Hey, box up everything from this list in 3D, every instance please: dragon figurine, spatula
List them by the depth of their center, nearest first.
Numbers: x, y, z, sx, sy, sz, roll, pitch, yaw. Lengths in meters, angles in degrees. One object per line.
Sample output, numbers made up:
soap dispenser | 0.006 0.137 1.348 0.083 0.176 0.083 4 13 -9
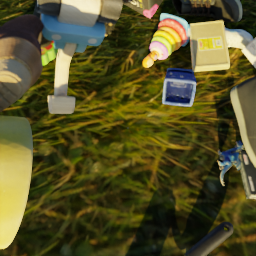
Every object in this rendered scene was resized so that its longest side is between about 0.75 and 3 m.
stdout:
spatula | 1.001 2.687 5.454 2.838 0.292 0.802 -28 54 -21
dragon figurine | 2.523 0.798 6.801 0.618 0.366 1.242 -7 39 26

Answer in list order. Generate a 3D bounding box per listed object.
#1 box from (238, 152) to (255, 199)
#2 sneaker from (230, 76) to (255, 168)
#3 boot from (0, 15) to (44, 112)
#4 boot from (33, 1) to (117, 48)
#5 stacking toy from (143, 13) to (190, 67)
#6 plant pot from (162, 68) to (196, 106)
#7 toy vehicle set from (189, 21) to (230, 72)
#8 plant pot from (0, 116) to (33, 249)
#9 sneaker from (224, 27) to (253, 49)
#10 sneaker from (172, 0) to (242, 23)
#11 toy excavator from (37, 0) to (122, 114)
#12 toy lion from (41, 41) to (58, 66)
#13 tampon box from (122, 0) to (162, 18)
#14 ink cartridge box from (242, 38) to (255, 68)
box | 3.224 1.137 6.712 0.933 0.270 1.174 3 51 2
sneaker | 2.859 -0.095 5.262 0.882 1.252 2.357 4 61 -34
boot | -2.211 -0.577 3.819 2.439 0.883 2.029 -25 37 7
boot | -1.178 -2.588 6.829 1.955 1.095 2.827 19 45 -17
stacking toy | 1.139 -2.786 9.511 1.113 1.177 2.028 29 68 23
plant pot | 1.495 -1.248 8.274 0.900 0.900 0.809 6 44 5
toy vehicle set | 2.714 -2.782 9.473 1.154 0.246 1.858 -2 66 8
plant pot | -1.551 0.442 2.581 0.912 1.284 1.284 12 43 -34
sneaker | 3.530 -3.138 9.972 1.760 0.673 0.711 26 63 27
sneaker | 3.039 -4.679 11.027 1.499 1.055 2.822 -25 46 -13
toy excavator | -1.105 -1.740 5.247 1.274 2.551 2.480 -1 75 -21
toy lion | -3.567 -2.427 9.192 2.590 0.928 2.702 -10 53 -12
tampon box | 0.566 -4.437 7.326 1.386 1.646 2.196 32 89 10
ink cartridge box | 4.819 -2.656 8.972 1.623 1.174 1.194 -34 83 -23
